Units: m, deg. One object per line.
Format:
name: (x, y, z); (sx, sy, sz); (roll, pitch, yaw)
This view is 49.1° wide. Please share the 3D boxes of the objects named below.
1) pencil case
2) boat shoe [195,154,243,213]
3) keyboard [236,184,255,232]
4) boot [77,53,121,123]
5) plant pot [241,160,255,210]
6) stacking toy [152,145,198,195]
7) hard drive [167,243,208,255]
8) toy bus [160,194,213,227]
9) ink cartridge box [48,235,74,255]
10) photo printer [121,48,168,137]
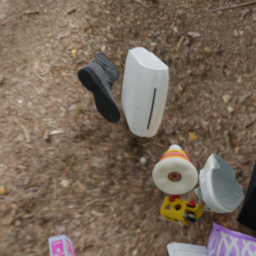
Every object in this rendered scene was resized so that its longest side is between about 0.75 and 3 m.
pencil case: (3.193, 3.153, 6.982); (2.367, 1.012, 0.993); (11, 22, 4)
boat shoe: (2.275, 1.504, 7.349); (0.991, 0.863, 2.690); (37, 20, 1)
keyboard: (3.572, 2.119, 6.769); (1.450, 2.414, 0.310); (23, 60, 24)
boot: (-0.602, -1.295, 8.900); (0.722, 2.069, 1.362); (-11, 28, 36)
plant pot: (4.717, 1.607, 7.563); (2.194, 1.946, 2.189); (24, 63, 12)
stacking toy: (1.255, 0.904, 7.445); (1.106, 1.106, 1.513); (10, 31, 6)
hard drive: (1.724, 3.805, 6.557); (1.360, 0.275, 2.062); (22, 37, -34)
toy bus: (1.466, 2.290, 7.480); (1.126, 1.193, 0.617); (29, 60, 0)
ink cartridge box: (-1.422, 3.812, 6.625); (0.468, 1.331, 2.230); (-11, 60, -7)
photo printer: (0.439, -1.086, 8.403); (0.903, 2.164, 2.601); (3, 26, -11)
